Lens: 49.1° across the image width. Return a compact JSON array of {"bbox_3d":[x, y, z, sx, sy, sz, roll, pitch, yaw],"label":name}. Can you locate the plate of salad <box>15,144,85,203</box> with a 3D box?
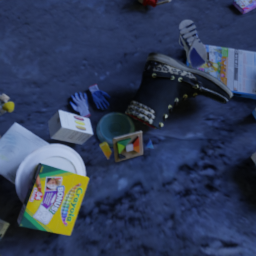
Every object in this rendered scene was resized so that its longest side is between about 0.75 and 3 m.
[{"bbox_3d":[-2.191,1.439,8.020,1.993,0.479,1.993,-4,98,-32],"label":"plate of salad"}]

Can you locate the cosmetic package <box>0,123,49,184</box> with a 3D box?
[{"bbox_3d":[-3.216,0.899,8.469,1.458,0.899,1.463,29,70,13],"label":"cosmetic package"}]

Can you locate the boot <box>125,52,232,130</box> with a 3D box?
[{"bbox_3d":[1.605,-0.866,9.167,3.031,1.094,2.289,26,84,1],"label":"boot"}]

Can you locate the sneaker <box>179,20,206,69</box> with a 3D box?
[{"bbox_3d":[2.283,-2.961,10.076,0.679,0.970,1.680,-19,95,8],"label":"sneaker"}]

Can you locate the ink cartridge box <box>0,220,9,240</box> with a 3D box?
[{"bbox_3d":[-3.817,2.934,7.833,0.573,0.325,0.782,21,67,9],"label":"ink cartridge box"}]

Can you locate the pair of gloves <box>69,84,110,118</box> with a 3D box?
[{"bbox_3d":[-1.310,-0.929,9.735,1.359,0.155,1.092,-26,69,-10],"label":"pair of gloves"}]

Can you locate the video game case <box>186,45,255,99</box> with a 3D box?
[{"bbox_3d":[3.494,-2.105,10.228,2.739,0.244,1.960,10,66,4],"label":"video game case"}]

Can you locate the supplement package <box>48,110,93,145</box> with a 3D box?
[{"bbox_3d":[-1.768,0.006,8.635,0.629,1.148,0.653,-40,54,31],"label":"supplement package"}]

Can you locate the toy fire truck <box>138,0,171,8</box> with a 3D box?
[{"bbox_3d":[1.206,-5.430,11.541,1.270,0.817,1.118,37,69,4],"label":"toy fire truck"}]

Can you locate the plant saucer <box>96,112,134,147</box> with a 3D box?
[{"bbox_3d":[-0.424,0.017,9.281,1.276,0.175,1.276,0,65,1],"label":"plant saucer"}]

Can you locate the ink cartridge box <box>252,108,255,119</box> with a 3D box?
[{"bbox_3d":[4.639,-0.704,9.005,0.730,1.268,0.430,-16,65,-6],"label":"ink cartridge box"}]

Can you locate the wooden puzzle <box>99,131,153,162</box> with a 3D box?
[{"bbox_3d":[-0.002,0.605,8.532,1.605,1.082,0.188,-20,40,-9],"label":"wooden puzzle"}]

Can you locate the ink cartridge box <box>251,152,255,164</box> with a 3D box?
[{"bbox_3d":[4.832,1.208,8.405,1.285,0.742,1.761,-25,68,-11],"label":"ink cartridge box"}]

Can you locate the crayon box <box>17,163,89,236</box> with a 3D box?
[{"bbox_3d":[-1.985,1.918,7.535,1.398,0.472,1.620,23,80,-27],"label":"crayon box"}]

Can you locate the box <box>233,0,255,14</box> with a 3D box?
[{"bbox_3d":[4.976,-5.209,11.694,0.984,0.192,0.673,-28,68,-12],"label":"box"}]

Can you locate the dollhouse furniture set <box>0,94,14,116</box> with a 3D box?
[{"bbox_3d":[-4.873,-0.175,8.065,2.677,2.527,1.747,-35,70,-3],"label":"dollhouse furniture set"}]
